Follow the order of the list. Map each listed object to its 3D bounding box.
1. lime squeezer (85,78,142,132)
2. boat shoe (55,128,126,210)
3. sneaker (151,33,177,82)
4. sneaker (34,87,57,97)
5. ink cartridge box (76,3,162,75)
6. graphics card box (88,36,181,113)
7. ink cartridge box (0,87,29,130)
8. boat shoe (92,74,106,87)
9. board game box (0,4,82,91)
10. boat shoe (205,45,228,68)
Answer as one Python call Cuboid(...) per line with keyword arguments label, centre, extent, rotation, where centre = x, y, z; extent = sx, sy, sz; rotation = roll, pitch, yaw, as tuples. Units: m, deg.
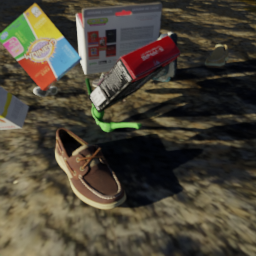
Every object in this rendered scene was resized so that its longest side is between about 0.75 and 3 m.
Cuboid(label="lime squeezer", centre=(-0.683, -0.442, 7.945), extent=(0.463, 0.866, 2.453), rotation=(-18, 49, -40))
Cuboid(label="boat shoe", centre=(-0.957, 0.780, 6.253), extent=(0.903, 0.901, 2.502), rotation=(-21, 39, -28))
Cuboid(label="sneaker", centre=(0.797, -1.984, 8.500), extent=(1.223, 1.100, 2.833), rotation=(2, -7, 1))
Cuboid(label="sneaker", centre=(-2.934, -1.285, 9.719), extent=(0.452, 0.355, 0.910), rotation=(17, 16, 33))
Cuboid(label="ink cartridge box", centre=(-0.333, -3.195, 9.452), extent=(2.618, 2.299, 1.098), rotation=(-10, 48, -15))
Cuboid(label="graphics card box", centre=(0.049, -1.291, 7.235), extent=(1.542, 2.458, 0.625), rotation=(-33, 90, -28))
Cuboid(label="ink cartridge box", centre=(-2.615, -0.434, 5.141), extent=(0.901, 1.242, 0.518), rotation=(-3, 64, 25))
Cuboid(label="boat shoe", centre=(-0.664, -1.587, 8.980), extent=(1.296, 0.407, 0.471), rotation=(2, 33, 37))
Cuboid(label="board game box", centre=(-2.368, -2.155, 7.607), extent=(1.400, 1.830, 0.369), rotation=(-40, 5, 3))
Cuboid(label="boat shoe", centre=(2.761, -2.262, 8.653), extent=(0.569, 0.605, 1.589), rotation=(12, 28, 22))
